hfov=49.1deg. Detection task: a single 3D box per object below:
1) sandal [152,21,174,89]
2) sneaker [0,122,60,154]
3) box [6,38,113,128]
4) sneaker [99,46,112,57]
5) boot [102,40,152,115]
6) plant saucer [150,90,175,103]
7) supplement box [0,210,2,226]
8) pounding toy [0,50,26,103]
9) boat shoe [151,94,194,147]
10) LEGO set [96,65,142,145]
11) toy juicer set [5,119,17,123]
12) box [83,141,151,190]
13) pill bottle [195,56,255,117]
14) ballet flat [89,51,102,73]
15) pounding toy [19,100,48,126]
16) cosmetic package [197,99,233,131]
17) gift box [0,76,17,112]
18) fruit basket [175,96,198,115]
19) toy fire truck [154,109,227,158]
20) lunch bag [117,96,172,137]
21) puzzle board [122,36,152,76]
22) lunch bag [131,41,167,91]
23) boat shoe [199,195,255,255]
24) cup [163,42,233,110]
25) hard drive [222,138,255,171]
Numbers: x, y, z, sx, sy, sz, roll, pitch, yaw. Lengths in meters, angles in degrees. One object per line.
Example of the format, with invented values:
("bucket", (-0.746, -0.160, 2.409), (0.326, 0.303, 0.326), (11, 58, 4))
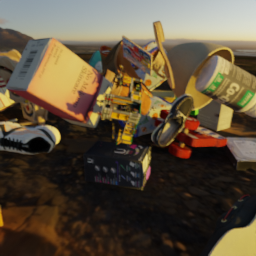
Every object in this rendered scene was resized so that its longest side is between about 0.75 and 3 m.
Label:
("sandal", (0.871, -2.188, 8.816), (0.702, 2.133, 0.782), (-15, 22, 0))
("sneaker", (-4.178, 0.441, 10.636), (2.977, 1.097, 1.191), (-2, 22, -5))
("box", (-1.833, -1.185, 7.907), (1.308, 1.535, 2.400), (11, -14, 44))
("sneaker", (-0.719, -3.725, 14.218), (1.532, 0.559, 0.591), (26, -7, -2))
("boot", (0.078, -1.830, 10.071), (2.021, 2.613, 0.963), (30, -32, -24))
("plant saucer", (2.110, -2.001, 18.146), (1.855, 0.449, 1.855), (4, 21, 9))
("supplement box", (-3.821, 1.576, 7.011), (0.972, 1.443, 1.463), (-10, 23, -25))
("pounding toy", (-3.777, -1.811, 10.056), (1.266, 2.214, 1.270), (-24, 28, 31))
("boat shoe", (1.229, -0.180, 7.362), (0.595, 1.612, 0.486), (41, 2, -17))
("LEGO set", (-0.315, -0.588, 7.687), (1.139, 1.511, 1.965), (11, 60, -7))
("toy juicer set", (-6.052, 0.352, 11.669), (1.622, 0.694, 2.550), (-8, 15, 38))
("box", (-0.314, 1.132, 8.850), (1.878, 0.996, 1.148), (5, 21, 16))
("pill bottle", (3.508, -1.316, 9.291), (2.288, 1.294, 1.294), (25, 18, -10))
("ballet flat", (-1.727, -2.735, 13.995), (0.767, 2.178, 0.733), (30, 5, 14))
("pounding toy", (-4.869, -0.929, 13.914), (1.369, 1.365, 2.387), (-17, 26, -38))
("cosmetic package", (4.172, -1.263, 13.177), (1.122, 2.487, 1.328), (-14, 25, -33))
("gift box", (-7.178, -2.009, 14.083), (2.615, 2.834, 2.647), (-28, 11, 19))
("fruit basket", (3.426, -1.386, 15.747), (1.605, 1.158, 1.605), (-7, 36, 5))
("toy fire truck", (2.311, 0.183, 11.062), (2.114, 1.411, 2.517), (3, 16, -32))
("lunch bag", (0.674, -0.701, 13.160), (2.068, 1.506, 2.432), (-12, 30, -25))
("puzzle board", (0.258, -2.208, 8.678), (1.228, 0.925, 0.107), (41, 69, 21))
("lunch bag", (0.751, -2.725, 12.935), (2.453, 1.966, 0.927), (-34, 8, 5))
("boat shoe", (2.288, 2.335, 5.797), (2.969, 1.086, 0.930), (-26, 1, -36))
("cup", (2.376, -2.183, 10.538), (2.513, 2.513, 1.797), (-17, 46, -38))
("hard drive", (4.430, 0.912, 10.336), (1.482, 0.401, 2.121), (2, 19, 4))
